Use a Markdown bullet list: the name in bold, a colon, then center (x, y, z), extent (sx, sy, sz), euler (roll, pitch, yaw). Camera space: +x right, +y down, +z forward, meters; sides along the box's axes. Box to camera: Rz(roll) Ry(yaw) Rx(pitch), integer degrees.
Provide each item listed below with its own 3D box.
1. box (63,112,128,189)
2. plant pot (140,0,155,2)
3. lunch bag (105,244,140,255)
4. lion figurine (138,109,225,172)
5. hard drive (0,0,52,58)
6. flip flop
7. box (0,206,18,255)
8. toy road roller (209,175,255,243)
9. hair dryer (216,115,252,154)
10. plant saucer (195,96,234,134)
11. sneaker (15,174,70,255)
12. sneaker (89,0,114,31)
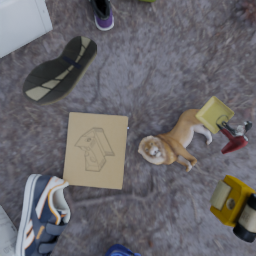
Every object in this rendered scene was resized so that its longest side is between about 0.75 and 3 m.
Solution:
- **box**: center (-1.015, 0.691, 8.695), extent (1.840, 0.239, 2.251), euler (5, 82, 1)
- **plant pot**: center (0.449, -4.664, 9.165), extent (1.190, 1.113, 1.113), euler (24, 82, -9)
- **lunch bag**: center (-0.278, 4.253, 7.595), extent (1.365, 1.330, 2.010), euler (32, 83, 4)
- **lion figurine**: center (1.645, 0.219, 8.531), extent (1.627, 0.963, 2.657), euler (38, 69, 13)
- **hard drive**: center (-3.119, -2.514, 7.005), extent (2.363, 1.559, 0.315), euler (-35, 74, -14)
- **flip flop**: center (-1.535, -1.329, 6.653), extent (0.927, 0.658, 2.286), euler (34, 59, -4)
- **box**: center (-4.402, 3.430, 7.143), extent (2.474, 2.461, 1.617), euler (-36, 83, -5)
- **toy road roller**: center (2.358, 1.597, 5.452), extent (0.986, 1.350, 0.830), euler (18, 100, -22)
- **hair dryer**: center (2.285, 0.179, 6.228), extent (0.737, 0.263, 0.968), euler (14, 119, 19)
- **plant saucer**: center (2.360, -0.344, 7.619), extent (0.762, 0.185, 0.762), euler (-50, 62, 16)
- **sneaker**: center (-2.340, 2.822, 7.873), extent (1.168, 1.153, 2.941), euler (3, 83, 6)
- **sneaker**: center (-0.954, -4.337, 9.106), extent (0.793, 0.917, 2.094), euler (-20, 82, -3)
